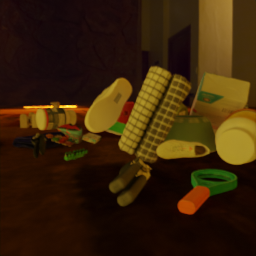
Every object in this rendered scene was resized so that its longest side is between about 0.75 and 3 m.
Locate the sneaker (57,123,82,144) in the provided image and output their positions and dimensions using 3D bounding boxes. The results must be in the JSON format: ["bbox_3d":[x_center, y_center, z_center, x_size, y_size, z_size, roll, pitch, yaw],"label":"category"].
[{"bbox_3d":[-2.133,0.250,10.137,0.561,0.675,1.414,-18,19,-33],"label":"sneaker"}]

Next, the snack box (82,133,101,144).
[{"bbox_3d":[-1.412,0.394,10.904,0.515,0.164,0.887,18,9,6],"label":"snack box"}]

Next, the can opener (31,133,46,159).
[{"bbox_3d":[-2.485,0.499,7.922,0.423,0.525,1.336,-38,22,-6],"label":"can opener"}]

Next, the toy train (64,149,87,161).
[{"bbox_3d":[-1.501,0.778,8.075,0.175,0.236,0.837,29,21,30],"label":"toy train"}]

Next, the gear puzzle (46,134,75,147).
[{"bbox_3d":[-2.277,0.348,9.384,0.975,0.128,0.505,16,24,7],"label":"gear puzzle"}]

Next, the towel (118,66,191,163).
[{"bbox_3d":[0.758,-0.402,8.444,1.277,2.471,2.984,23,6,0],"label":"towel"}]

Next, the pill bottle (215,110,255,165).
[{"bbox_3d":[3.176,0.258,7.849,1.257,1.257,2.245,4,13,30],"label":"pill bottle"}]

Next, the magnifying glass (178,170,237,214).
[{"bbox_3d":[1.458,1.118,5.268,0.902,0.254,2.266,4,8,30],"label":"magnifying glass"}]

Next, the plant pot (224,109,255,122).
[{"bbox_3d":[3.835,0.169,9.341,1.411,1.411,0.988,2,-11,14],"label":"plant pot"}]

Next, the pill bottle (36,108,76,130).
[{"bbox_3d":[-3.956,-0.526,15.509,1.965,1.175,1.175,-6,9,-39],"label":"pill bottle"}]

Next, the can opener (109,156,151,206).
[{"bbox_3d":[0.052,1.027,5.515,0.656,0.520,1.975,-35,-2,12],"label":"can opener"}]

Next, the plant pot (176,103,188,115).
[{"bbox_3d":[2.222,-1.038,16.782,2.506,2.345,2.345,23,20,39],"label":"plant pot"}]

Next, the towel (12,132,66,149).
[{"bbox_3d":[-3.095,0.406,10.390,1.382,0.464,1.871,5,8,26],"label":"towel"}]

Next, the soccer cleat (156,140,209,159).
[{"bbox_3d":[1.395,0.546,7.074,1.372,0.476,0.532,-1,3,-19],"label":"soccer cleat"}]

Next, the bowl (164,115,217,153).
[{"bbox_3d":[2.073,0.146,9.860,2.157,1.128,2.157,-1,7,0],"label":"bowl"}]

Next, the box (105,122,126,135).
[{"bbox_3d":[-0.614,-0.031,11.154,0.907,0.439,0.801,18,-6,-11],"label":"box"}]

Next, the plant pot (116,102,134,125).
[{"bbox_3d":[-0.506,-0.681,15.280,1.668,1.519,1.668,-1,6,0],"label":"plant pot"}]

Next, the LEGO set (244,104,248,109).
[{"bbox_3d":[4.311,-0.548,13.179,2.295,1.729,2.985,1,7,10],"label":"LEGO set"}]

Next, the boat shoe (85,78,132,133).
[{"bbox_3d":[-0.849,-0.803,10.269,0.970,1.020,2.833,-26,30,45],"label":"boat shoe"}]

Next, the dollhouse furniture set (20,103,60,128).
[{"bbox_3d":[-5.240,-0.808,16.827,2.133,1.417,1.869,0,7,-4],"label":"dollhouse furniture set"}]

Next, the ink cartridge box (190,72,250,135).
[{"bbox_3d":[3.175,-0.715,10.360,1.550,0.914,2.693,16,-28,8],"label":"ink cartridge box"}]
